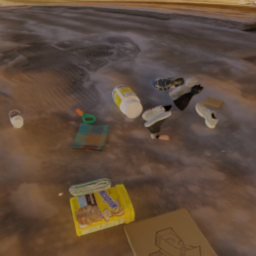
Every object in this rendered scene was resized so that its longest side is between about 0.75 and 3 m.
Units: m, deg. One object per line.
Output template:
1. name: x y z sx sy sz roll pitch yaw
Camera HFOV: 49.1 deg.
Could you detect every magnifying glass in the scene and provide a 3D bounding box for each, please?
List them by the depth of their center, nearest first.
1. magnifying glass: -2.156 -0.601 13.899 0.574 0.161 1.441 -24 39 -32

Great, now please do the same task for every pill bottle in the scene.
1. pill bottle: -5.284 -0.413 13.241 0.546 0.546 0.938 -16 37 -24
2. pill bottle: -0.043 -1.331 14.164 1.061 1.061 1.857 -11 37 -17

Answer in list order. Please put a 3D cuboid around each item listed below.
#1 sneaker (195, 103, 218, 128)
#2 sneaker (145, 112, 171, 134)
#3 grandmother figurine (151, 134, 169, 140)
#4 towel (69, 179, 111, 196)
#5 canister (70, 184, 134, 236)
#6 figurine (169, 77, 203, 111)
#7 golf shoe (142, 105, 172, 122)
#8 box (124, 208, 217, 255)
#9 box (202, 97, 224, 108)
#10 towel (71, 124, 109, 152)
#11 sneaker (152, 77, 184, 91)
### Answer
1. sneaker: 3.766 -0.722 13.190 0.543 0.659 1.434 -13 60 -32
2. sneaker: 1.395 -0.203 12.458 1.269 0.629 0.449 -30 29 -5
3. grandmother figurine: 1.377 0.401 12.207 0.781 0.237 0.474 9 -5 7
4. towel: -1.213 1.931 9.080 1.292 1.106 0.311 -9 75 -8
5. canister: -0.821 2.488 8.559 1.718 0.744 1.276 -12 35 -15
6. figurine: 3.037 -1.875 14.547 1.620 0.715 1.660 -41 27 18
7. golf shoe: 1.377 -0.776 13.418 1.626 0.749 0.590 -19 70 -28
8. box: 1.254 3.407 7.551 2.067 0.269 2.529 -11 34 -16
9. box: 4.612 -1.380 15.157 0.944 0.100 0.772 21 39 29
10. towel: -1.629 0.382 12.324 1.359 0.201 1.853 3 33 5
11. sneaker: 2.279 -2.677 16.729 2.049 0.789 0.873 -7 22 -23
